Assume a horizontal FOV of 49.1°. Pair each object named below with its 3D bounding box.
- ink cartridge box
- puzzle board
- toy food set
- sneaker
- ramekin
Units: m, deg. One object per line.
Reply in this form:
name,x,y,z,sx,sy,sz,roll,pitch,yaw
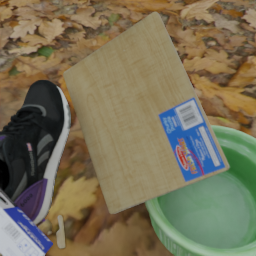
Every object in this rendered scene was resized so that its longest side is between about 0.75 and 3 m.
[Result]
ink cartridge box,-1.445,0.939,3.088,1.383,0.650,0.306,45,75,4
puzzle board,0.122,-0.224,4.665,2.071,0.239,2.749,-27,75,22
toy food set,-2.197,2.330,5.920,1.627,0.256,1.034,-11,50,-9
sneaker,-1.581,0.224,4.259,0.906,1.047,2.392,-6,69,24
ramekin,1.722,1.452,5.841,2.857,1.395,2.857,-2,49,3
